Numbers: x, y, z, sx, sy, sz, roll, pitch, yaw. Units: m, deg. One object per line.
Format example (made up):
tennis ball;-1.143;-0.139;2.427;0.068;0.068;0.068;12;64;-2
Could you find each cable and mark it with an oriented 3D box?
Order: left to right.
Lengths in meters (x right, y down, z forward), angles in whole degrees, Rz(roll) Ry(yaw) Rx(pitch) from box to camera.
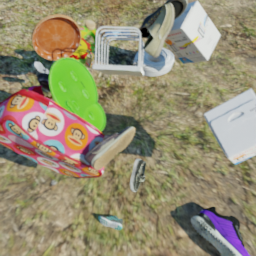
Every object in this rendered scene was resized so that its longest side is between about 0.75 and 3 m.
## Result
cable;1.346;-3.463;14.557;2.037;0.705;2.036;9;47;7

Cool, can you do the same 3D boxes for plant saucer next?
plant saucer;-2.769;-3.487;10.853;1.908;1.908;0.308;-18;54;-16

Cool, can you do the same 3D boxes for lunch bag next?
lunch bag;-2.200;0.364;7.583;2.632;2.988;1.224;-14;49;47

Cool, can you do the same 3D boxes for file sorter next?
file sorter;-0.239;-2.674;10.072;1.590;1.427;2.292;3;7;6

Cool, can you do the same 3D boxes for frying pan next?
frying pan;-2.196;-1.410;9.058;1.888;1.142;0.307;5;68;36

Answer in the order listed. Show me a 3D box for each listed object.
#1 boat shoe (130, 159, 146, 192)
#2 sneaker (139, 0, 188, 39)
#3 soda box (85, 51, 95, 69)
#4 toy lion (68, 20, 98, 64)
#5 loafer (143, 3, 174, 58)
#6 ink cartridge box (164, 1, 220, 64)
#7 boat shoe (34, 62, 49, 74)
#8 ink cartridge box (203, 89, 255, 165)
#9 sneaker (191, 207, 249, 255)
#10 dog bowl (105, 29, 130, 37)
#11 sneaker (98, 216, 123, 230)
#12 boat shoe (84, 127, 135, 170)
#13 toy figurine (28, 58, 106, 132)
boat shoe;0.293;1.359;7.779;0.313;0.985;0.348;18;18;35
sneaker;1.305;-4.154;10.779;2.121;0.793;1.126;-21;32;45
soda box;-1.606;-2.836;11.744;0.276;0.815;0.261;29;68;-4
toy lion;-2.149;-3.726;12.361;2.044;0.702;1.959;-17;75;-30
loafer;1.024;-3.343;9.617;0.636;1.864;0.705;9;28;-19
ink cartridge box;2.600;-3.998;11.973;1.493;2.027;1.466;10;67;54
boat shoe;-3.705;-2.473;11.733;0.304;0.932;0.343;14;76;20
ink cartridge box;3.063;0.067;7.555;1.349;1.832;1.325;-31;67;17
sneaker;3.078;3.235;8.368;1.132;0.791;2.275;-29;54;-25
dog bowl;-0.460;-4.133;12.225;1.188;0.295;0.662;-12;21;-25
sneaker;-0.544;2.974;8.995;0.835;0.324;0.381;19;35;11
boat shoe;-0.425;0.390;6.844;0.503;0.559;1.554;31;53;24
toy figurine;-2.195;-0.674;8.694;2.227;2.419;1.816;-14;31;35
